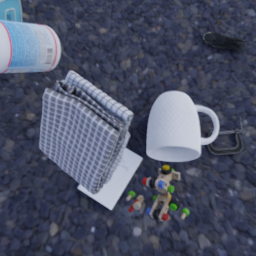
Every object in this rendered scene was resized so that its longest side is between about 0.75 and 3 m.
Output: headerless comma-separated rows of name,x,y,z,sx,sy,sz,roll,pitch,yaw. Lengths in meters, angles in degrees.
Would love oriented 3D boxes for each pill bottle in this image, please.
pill bottle,-3.513,-2.397,8.350,1.494,1.494,2.747,50,34,16

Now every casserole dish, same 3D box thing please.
casserole dish,-4.057,-3.304,9.249,0.510,2.628,1.592,16,34,10

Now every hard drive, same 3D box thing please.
hard drive,-0.622,1.627,9.988,1.392,0.277,2.111,30,73,11

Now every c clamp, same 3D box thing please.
c clamp,3.661,0.364,10.529,1.558,0.211,1.331,-10,75,-5

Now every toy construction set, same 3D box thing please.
toy construction set,0.726,1.546,6.866,1.176,1.410,1.083,60,37,-8

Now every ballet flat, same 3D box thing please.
ballet flat,4.097,-3.637,11.921,1.824,0.518,0.606,18,115,7

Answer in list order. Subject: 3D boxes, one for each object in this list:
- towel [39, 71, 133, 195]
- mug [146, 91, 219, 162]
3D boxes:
towel,-1.203,0.243,7.263,2.234,2.698,1.154,37,45,17
mug,1.895,-0.079,9.776,2.449,1.808,2.147,1,68,7
